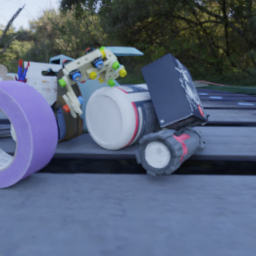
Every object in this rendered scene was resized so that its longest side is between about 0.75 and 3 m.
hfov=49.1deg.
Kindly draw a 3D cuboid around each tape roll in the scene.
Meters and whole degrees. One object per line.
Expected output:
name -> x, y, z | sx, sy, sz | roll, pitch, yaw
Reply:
tape roll -> -2.523, 0.097, 5.615 | 2.038, 2.038, 0.866 | 4, 12, 18

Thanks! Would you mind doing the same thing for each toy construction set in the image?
toy construction set -> -0.988, -1.269, 7.161 | 0.945, 1.346, 2.052 | 38, 69, 18

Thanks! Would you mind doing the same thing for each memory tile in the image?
memory tile -> -3.835, -1.025, 7.916 | 1.391, 1.066, 0.117 | -39, 22, -15

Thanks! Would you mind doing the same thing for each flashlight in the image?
flashlight -> 1.117, 0.413, 6.692 | 0.932, 0.929, 2.743 | -19, -2, 25

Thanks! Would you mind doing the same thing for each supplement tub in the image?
supplement tub -> 0.142, -0.425, 8.754 | 1.815, 1.815, 2.587 | 9, 15, 39

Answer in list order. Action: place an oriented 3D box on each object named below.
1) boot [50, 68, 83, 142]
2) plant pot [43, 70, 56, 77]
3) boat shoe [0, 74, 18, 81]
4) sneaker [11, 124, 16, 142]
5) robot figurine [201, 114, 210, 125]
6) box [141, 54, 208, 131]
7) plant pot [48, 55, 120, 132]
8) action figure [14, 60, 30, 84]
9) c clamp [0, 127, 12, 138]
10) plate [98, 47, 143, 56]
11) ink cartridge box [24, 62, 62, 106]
boot -> -1.880, -0.623, 8.063 | 0.794, 2.125, 1.030 | -2, 15, 25
plant pot -> -2.486, -1.290, 8.916 | 0.819, 0.727, 0.817 | -37, 9, -7
boat shoe -> -4.669, -1.572, 10.197 | 2.361, 0.841, 0.824 | 4, -21, 36
sneaker -> -3.165, -0.308, 8.640 | 0.616, 1.639, 0.664 | 13, -4, -38
robot figurine -> 3.153, -0.367, 11.944 | 0.479, 0.577, 0.767 | 22, 18, 18
box -> 1.339, -0.890, 7.861 | 0.925, 1.777, 1.618 | -25, -16, 26
plant pot -> -1.807, -1.180, 11.086 | 2.675, 2.626, 2.619 | 10, 6, -25
action figure -> -2.695, -1.287, 7.072 | 0.310, 0.245, 0.949 | 10, -36, -23
c clamp -> -4.516, 0.101, 9.914 | 1.495, 0.202, 1.277 | -6, 20, -14
plate -> -0.356, -2.815, 10.325 | 1.843, 0.236, 1.843 | 2, 11, 0
ink cartridge box -> -2.504, -0.704, 8.448 | 0.593, 2.364, 1.917 | 2, 8, 29
